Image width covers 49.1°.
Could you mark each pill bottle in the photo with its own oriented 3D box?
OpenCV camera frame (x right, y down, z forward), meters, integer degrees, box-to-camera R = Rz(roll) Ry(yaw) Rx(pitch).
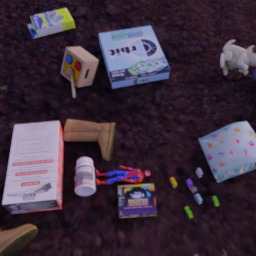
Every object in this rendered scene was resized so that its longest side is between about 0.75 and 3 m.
[{"bbox_3d":[-1.256,1.402,8.121,0.576,0.576,1.012,-6,47,-4],"label":"pill bottle"}]

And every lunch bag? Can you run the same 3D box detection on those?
[{"bbox_3d":[3.068,0.672,8.197,1.589,0.969,1.353,-24,57,12],"label":"lunch bag"}]

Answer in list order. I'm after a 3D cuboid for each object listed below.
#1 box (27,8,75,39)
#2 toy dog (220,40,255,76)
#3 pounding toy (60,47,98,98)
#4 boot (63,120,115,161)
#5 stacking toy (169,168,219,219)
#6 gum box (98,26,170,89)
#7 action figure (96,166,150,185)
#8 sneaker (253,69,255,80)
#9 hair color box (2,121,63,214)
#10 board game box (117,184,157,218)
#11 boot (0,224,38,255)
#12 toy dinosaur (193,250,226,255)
[{"bbox_3d":[-3.452,-4.646,12.398,1.887,0.450,1.150,-20,57,-14],"label":"box"},{"bbox_3d":[4.219,-2.585,10.301,1.403,0.979,1.361,2,67,28],"label":"toy dog"},{"bbox_3d":[-1.861,-2.027,10.180,1.247,1.355,0.963,39,37,24],"label":"pounding toy"},{"bbox_3d":[-1.267,0.380,8.941,1.610,0.533,1.410,3,52,5],"label":"boot"},{"bbox_3d":[1.889,1.846,8.050,0.958,0.298,1.270,-19,60,-10],"label":"stacking toy"},{"bbox_3d":[0.167,-2.865,11.080,2.236,0.586,2.631,-12,56,-8],"label":"gum box"},{"bbox_3d":[-0.141,1.402,8.234,1.598,0.413,0.523,-1,42,-8],"label":"action figure"},{"bbox_3d":[5.099,-1.230,9.754,1.065,0.938,2.388,-16,57,-14],"label":"sneaker"},{"bbox_3d":[-2.683,1.095,8.225,1.422,0.820,2.564,-5,54,-3],"label":"hair color box"},{"bbox_3d":[0.240,2.043,7.883,1.047,0.297,0.865,-4,54,-2],"label":"board game box"},{"bbox_3d":[-3.539,2.467,7.405,1.656,0.625,1.891,-31,60,-20],"label":"boot"},{"bbox_3d":[2.094,3.696,6.518,1.234,0.782,1.821,-25,71,-8],"label":"toy dinosaur"}]
